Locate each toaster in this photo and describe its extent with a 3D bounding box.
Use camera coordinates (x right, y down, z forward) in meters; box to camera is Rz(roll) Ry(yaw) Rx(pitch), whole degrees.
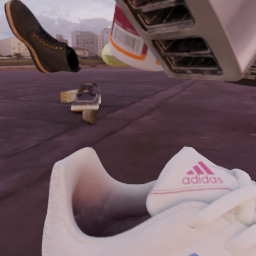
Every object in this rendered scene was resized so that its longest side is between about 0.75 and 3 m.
[{"bbox_3d":[0.845,-1.504,3.452,1.820,1.080,1.646,18,-22,52],"label":"toaster"}]

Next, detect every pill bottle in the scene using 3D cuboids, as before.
[{"bbox_3d":[0.564,-2.516,5.040,1.496,2.621,1.496,9,41,-8],"label":"pill bottle"}]

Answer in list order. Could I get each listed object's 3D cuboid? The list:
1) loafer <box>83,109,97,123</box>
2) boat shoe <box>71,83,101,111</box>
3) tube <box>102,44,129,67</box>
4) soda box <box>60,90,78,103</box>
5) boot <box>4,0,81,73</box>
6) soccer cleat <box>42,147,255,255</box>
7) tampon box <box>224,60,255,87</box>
[{"bbox_3d":[-1.086,-0.340,7.762,0.359,0.405,1.066,-1,4,2],"label":"loafer"},{"bbox_3d":[-1.449,-1.142,9.963,0.948,0.854,2.637,1,14,3],"label":"boat shoe"},{"bbox_3d":[-0.256,-1.788,6.965,0.728,0.651,2.508,-35,19,0],"label":"tube"},{"bbox_3d":[-2.370,-1.342,11.771,0.366,0.387,1.142,5,15,19],"label":"soda box"},{"bbox_3d":[-2.434,-2.721,8.371,1.662,2.402,0.931,12,55,37],"label":"boot"},{"bbox_3d":[0.690,0.765,1.465,2.798,1.208,0.977,6,15,21],"label":"soccer cleat"},{"bbox_3d":[3.432,-2.300,6.415,1.564,2.478,1.857,18,29,33],"label":"tampon box"}]
